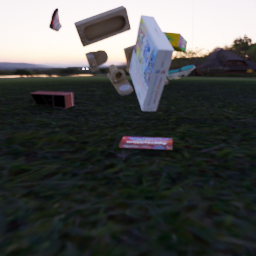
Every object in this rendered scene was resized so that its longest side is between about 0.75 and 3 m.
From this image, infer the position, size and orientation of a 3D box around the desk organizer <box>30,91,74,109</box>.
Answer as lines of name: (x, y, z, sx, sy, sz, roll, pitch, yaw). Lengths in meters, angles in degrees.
desk organizer: (-4.630, -1.719, 17.025, 2.492, 0.894, 0.959, 4, 16, 18)

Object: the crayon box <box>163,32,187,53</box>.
crayon box: (1.616, -3.909, 12.768, 1.853, 0.626, 2.148, 13, 12, 19)

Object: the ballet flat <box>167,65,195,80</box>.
ballet flat: (2.642, -2.730, 13.955, 1.439, 0.500, 0.500, -12, 9, 21)

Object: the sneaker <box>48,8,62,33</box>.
sneaker: (-2.911, -4.394, 11.479, 0.303, 0.908, 0.487, 18, 0, 40)

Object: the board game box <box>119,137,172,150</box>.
board game box: (0.600, 0.495, 9.164, 1.671, 0.162, 0.860, 2, 14, 8)

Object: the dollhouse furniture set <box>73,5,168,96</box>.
dollhouse furniture set: (-0.254, -2.772, 10.492, 2.524, 2.654, 2.162, -22, 40, -7)

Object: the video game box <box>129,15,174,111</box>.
video game box: (0.605, -1.988, 8.515, 0.527, 2.052, 2.252, -1, 44, -13)
